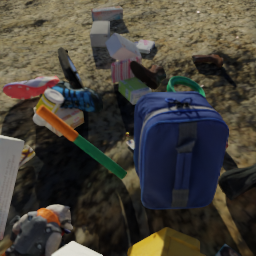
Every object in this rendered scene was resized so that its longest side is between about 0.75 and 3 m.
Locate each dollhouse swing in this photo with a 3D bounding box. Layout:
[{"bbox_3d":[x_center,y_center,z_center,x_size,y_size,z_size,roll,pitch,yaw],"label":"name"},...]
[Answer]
[{"bbox_3d":[0.737,2.848,4.221,1.631,1.686,1.856,36,40,-8],"label":"dollhouse swing"}]

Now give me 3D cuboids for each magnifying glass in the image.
[{"bbox_3d":[-0.967,0.359,6.173,0.273,2.437,0.970,-54,21,-9],"label":"magnifying glass"},{"bbox_3d":[2.025,-0.546,8.147,1.147,0.323,2.882,-3,50,-23],"label":"magnifying glass"}]

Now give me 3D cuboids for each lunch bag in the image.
[{"bbox_3d":[0.997,0.429,5.641,1.633,2.404,1.590,-4,31,-5],"label":"lunch bag"}]

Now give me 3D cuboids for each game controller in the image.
[{"bbox_3d":[-1.907,-1.957,9.465,0.435,1.077,2.065,-35,42,6],"label":"game controller"}]

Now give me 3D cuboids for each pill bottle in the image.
[{"bbox_3d":[-2.141,-0.514,7.402,0.521,0.936,0.521,30,26,-16],"label":"pill bottle"}]

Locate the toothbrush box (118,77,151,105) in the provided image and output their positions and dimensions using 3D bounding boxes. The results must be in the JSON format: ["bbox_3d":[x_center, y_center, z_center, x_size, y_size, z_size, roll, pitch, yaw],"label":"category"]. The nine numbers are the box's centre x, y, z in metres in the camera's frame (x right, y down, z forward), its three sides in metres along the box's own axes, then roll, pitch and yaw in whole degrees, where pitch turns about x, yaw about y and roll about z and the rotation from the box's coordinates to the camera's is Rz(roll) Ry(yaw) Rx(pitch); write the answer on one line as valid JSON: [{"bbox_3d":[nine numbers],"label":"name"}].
[{"bbox_3d":[0.208,-1.225,9.114,0.677,0.400,0.930,-19,44,-27],"label":"toothbrush box"}]

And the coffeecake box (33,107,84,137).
[{"bbox_3d":[-2.006,-0.361,8.127,1.161,0.424,0.891,31,48,32],"label":"coffeecake box"}]

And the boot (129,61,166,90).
[{"bbox_3d":[0.702,-1.913,9.223,1.203,0.415,1.291,46,38,-8],"label":"boot"}]

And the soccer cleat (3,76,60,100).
[{"bbox_3d":[-3.103,-1.353,9.144,1.785,0.595,0.683,-8,45,-14],"label":"soccer cleat"}]

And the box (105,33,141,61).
[{"bbox_3d":[-0.166,-2.864,10.300,1.166,0.568,0.725,11,49,-50],"label":"box"}]

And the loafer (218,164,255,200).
[{"bbox_3d":[2.961,1.144,6.320,1.850,0.628,0.649,-15,56,-9],"label":"loafer"}]

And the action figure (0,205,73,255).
[{"bbox_3d":[-1.470,2.250,4.703,2.139,1.119,2.069,18,52,13],"label":"action figure"}]

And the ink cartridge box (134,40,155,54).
[{"bbox_3d":[0.592,-3.471,11.847,0.894,0.194,0.877,14,44,14],"label":"ink cartridge box"}]

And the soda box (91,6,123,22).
[{"bbox_3d":[-1.057,-5.751,14.160,1.541,0.527,0.490,-11,43,-13],"label":"soda box"}]

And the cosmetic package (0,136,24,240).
[{"bbox_3d":[-3.315,0.823,4.464,2.261,1.865,1.864,10,85,14],"label":"cosmetic package"}]

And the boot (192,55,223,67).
[{"bbox_3d":[2.997,-2.573,10.703,1.070,0.344,0.997,2,29,-3],"label":"boot"}]

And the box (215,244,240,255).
[{"bbox_3d":[2.071,2.716,4.717,0.595,0.355,1.446,-32,51,-31],"label":"box"}]

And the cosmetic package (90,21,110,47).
[{"bbox_3d":[-1.209,-4.137,12.287,0.767,0.647,1.436,1,44,2],"label":"cosmetic package"}]

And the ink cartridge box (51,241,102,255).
[{"bbox_3d":[-0.834,2.409,3.173,0.944,2.254,1.635,23,77,7],"label":"ink cartridge box"}]

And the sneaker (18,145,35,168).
[{"bbox_3d":[-2.691,0.756,6.847,0.808,0.364,0.303,-43,13,-36],"label":"sneaker"}]

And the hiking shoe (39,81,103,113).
[{"bbox_3d":[-1.539,-0.729,7.791,1.912,0.711,0.829,19,42,34],"label":"hiking shoe"}]

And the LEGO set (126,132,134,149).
[{"bbox_3d":[0.399,0.329,7.510,0.771,0.253,1.032,-25,48,-27],"label":"LEGO set"}]

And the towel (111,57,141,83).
[{"bbox_3d":[-0.052,-1.983,9.638,1.088,0.796,0.163,-18,51,-13],"label":"towel"}]
